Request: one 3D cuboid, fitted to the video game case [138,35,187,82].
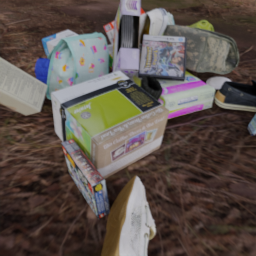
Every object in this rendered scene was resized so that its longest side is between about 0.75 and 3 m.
[{"bbox_3d":[1.098,-2.220,8.802,1.426,0.201,1.578,5,68,5],"label":"video game case"}]

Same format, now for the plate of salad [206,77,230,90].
[{"bbox_3d":[3.387,-1.640,10.459,0.919,0.221,0.919,-4,39,4],"label":"plate of salad"}]

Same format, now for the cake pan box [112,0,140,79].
[{"bbox_3d":[-0.090,-2.585,8.605,0.601,2.115,2.296,0,1,-9],"label":"cake pan box"}]

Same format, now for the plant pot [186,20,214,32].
[{"bbox_3d":[3.037,-4.054,12.351,1.360,1.360,1.250,-17,3,-22],"label":"plant pot"}]

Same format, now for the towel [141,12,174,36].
[{"bbox_3d":[1.366,-3.472,11.504,0.518,2.150,1.841,6,32,42],"label":"towel"}]

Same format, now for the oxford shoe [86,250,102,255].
[{"bbox_3d":[-0.674,2.350,4.695,1.223,0.516,0.444,-24,40,-32],"label":"oxford shoe"}]

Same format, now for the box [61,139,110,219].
[{"bbox_3d":[-0.929,1.059,6.021,0.306,1.050,1.534,-23,41,-24],"label":"box"}]

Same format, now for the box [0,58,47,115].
[{"bbox_3d":[-3.207,-1.135,7.437,0.744,1.914,0.909,-9,61,37],"label":"box"}]

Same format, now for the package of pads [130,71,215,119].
[{"bbox_3d":[1.301,-1.332,9.539,1.992,0.879,2.579,-15,37,-22],"label":"package of pads"}]

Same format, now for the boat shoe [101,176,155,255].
[{"bbox_3d":[0.100,1.846,5.254,0.825,0.843,2.380,32,27,-7],"label":"boat shoe"}]

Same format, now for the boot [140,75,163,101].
[{"bbox_3d":[0.280,-1.016,8.160,0.653,1.297,1.735,-17,47,-34],"label":"boot"}]

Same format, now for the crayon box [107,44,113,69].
[{"bbox_3d":[-0.042,-2.516,11.076,1.226,0.491,1.931,-24,69,-31],"label":"crayon box"}]

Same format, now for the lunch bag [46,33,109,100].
[{"bbox_3d":[-1.510,-1.872,8.785,1.305,2.140,1.823,27,33,26],"label":"lunch bag"}]

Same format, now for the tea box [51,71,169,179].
[{"bbox_3d":[-0.480,-0.140,6.984,2.066,1.381,2.033,-25,52,-30],"label":"tea box"}]

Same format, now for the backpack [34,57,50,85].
[{"bbox_3d":[-2.589,-1.820,10.128,1.307,1.062,1.096,1,64,1],"label":"backpack"}]

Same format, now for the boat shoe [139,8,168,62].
[{"bbox_3d":[0.512,-2.976,9.773,1.028,2.412,0.891,-20,67,-28],"label":"boat shoe"}]

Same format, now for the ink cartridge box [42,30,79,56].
[{"bbox_3d":[-2.594,-3.435,12.212,1.413,0.815,1.948,-31,49,-29],"label":"ink cartridge box"}]

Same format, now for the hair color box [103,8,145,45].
[{"bbox_3d":[-0.034,-4.041,11.481,1.705,0.945,0.545,-26,51,3],"label":"hair color box"}]

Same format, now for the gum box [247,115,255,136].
[{"bbox_3d":[3.835,-0.310,7.240,1.173,1.380,0.307,-20,68,3],"label":"gum box"}]

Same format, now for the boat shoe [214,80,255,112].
[{"bbox_3d":[4.200,-1.071,9.141,2.688,0.837,1.003,3,34,-6],"label":"boat shoe"}]

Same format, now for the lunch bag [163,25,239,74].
[{"bbox_3d":[2.638,-2.807,10.106,2.409,1.417,1.976,-5,29,-42],"label":"lunch bag"}]
